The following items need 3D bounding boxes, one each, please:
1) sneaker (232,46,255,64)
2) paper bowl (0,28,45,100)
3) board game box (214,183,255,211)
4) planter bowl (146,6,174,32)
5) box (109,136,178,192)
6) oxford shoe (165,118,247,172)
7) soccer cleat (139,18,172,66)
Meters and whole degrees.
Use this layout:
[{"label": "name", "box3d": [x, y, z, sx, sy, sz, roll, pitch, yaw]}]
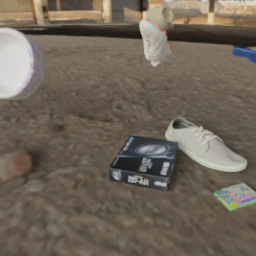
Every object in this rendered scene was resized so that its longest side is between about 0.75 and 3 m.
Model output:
[{"label": "sneaker", "box3d": [3.195, -1.960, 7.363, 0.881, 0.309, 0.343, 26, 50, 16]}, {"label": "paper bowl", "box3d": [-3.597, -1.937, 8.803, 2.099, 2.099, 1.092, 7, 4, 15]}, {"label": "board game box", "box3d": [2.699, 1.692, 6.933, 0.926, 0.135, 0.623, -10, 27, -20]}, {"label": "planter bowl", "box3d": [1.240, -4.040, 10.276, 0.998, 0.998, 0.672, -18, 7, -32]}, {"label": "box", "box3d": [0.522, 0.942, 8.123, 1.608, 0.437, 2.007, 8, 27, 16]}, {"label": "oxford shoe", "box3d": [2.291, 0.449, 8.700, 1.102, 0.846, 2.930, -15, 31, -33]}, {"label": "soccer cleat", "box3d": [0.806, -2.574, 8.748, 0.771, 0.863, 2.226, 41, 7, 22]}]
